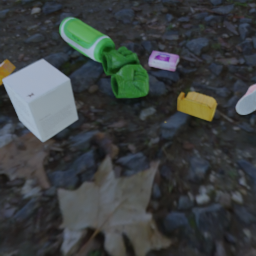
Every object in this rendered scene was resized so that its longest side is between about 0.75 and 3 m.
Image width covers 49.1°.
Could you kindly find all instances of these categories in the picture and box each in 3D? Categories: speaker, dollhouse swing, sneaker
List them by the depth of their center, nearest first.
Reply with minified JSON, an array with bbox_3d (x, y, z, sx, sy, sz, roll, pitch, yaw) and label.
[{"bbox_3d":[2.636,-1.049,10.328,1.301,1.182,1.144,21,68,18],"label":"dollhouse swing"},{"bbox_3d":[4.731,-1.120,10.708,0.634,0.880,1.684,45,90,4],"label":"sneaker"},{"bbox_3d":[-1.903,-4.029,12.772,1.237,1.237,2.798,-36,58,-27],"label":"speaker"}]

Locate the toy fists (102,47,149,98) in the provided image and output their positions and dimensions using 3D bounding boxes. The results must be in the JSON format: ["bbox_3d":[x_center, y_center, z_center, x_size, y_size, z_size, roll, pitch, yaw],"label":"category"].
[{"bbox_3d":[-0.054,-2.296,11.344,1.443,0.974,2.832,-7,48,-20],"label":"toy fists"}]

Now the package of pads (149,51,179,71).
[{"bbox_3d":[1.565,-2.933,12.297,1.221,0.462,0.736,14,48,12],"label":"package of pads"}]

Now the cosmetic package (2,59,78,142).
[{"bbox_3d":[-2.920,-0.920,9.585,1.595,1.917,1.604,-37,58,-27],"label":"cosmetic package"}]

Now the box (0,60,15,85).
[{"bbox_3d":[-5.260,-1.387,10.321,1.466,0.511,2.462,-24,35,34],"label":"box"}]
